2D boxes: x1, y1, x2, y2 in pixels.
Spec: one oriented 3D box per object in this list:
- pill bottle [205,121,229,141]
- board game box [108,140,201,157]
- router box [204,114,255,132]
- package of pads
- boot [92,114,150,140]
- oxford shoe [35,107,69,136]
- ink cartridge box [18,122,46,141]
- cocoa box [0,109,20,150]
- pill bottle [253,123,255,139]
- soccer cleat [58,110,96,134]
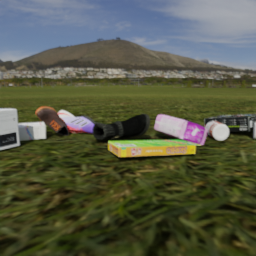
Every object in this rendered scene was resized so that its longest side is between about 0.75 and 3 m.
[{"bbox_3d":[3.616,0.093,11.527,0.671,0.671,1.196,0,10,-2],"label":"pill bottle"},{"bbox_3d":[0.828,0.618,8.931,2.725,0.408,1.302,-3,6,-18],"label":"board game box"},{"bbox_3d":[4.781,-0.230,12.814,2.081,0.646,1.559,-1,7,43],"label":"router box"},{"bbox_3d":[1.956,0.050,10.767,1.182,0.742,1.961,17,2,-25],"label":"package of pads"},{"bbox_3d":[-0.287,-0.007,10.497,1.496,0.753,2.001,5,-22,-38],"label":"boot"},{"bbox_3d":[-2.988,-0.245,11.372,0.689,0.676,1.899,48,2,31],"label":"oxford shoe"},{"bbox_3d":[-4.116,0.144,11.442,1.376,0.589,1.015,-3,11,-20],"label":"ink cartridge box"},{"bbox_3d":[-4.922,0.097,9.290,1.359,1.381,2.071,4,10,29],"label":"cocoa box"},{"bbox_3d":[5.622,0.150,11.129,1.146,0.686,0.686,3,10,19],"label":"pill bottle"},{"bbox_3d":[-2.446,-0.084,12.635,2.636,0.899,0.965,17,48,33],"label":"soccer cleat"}]
